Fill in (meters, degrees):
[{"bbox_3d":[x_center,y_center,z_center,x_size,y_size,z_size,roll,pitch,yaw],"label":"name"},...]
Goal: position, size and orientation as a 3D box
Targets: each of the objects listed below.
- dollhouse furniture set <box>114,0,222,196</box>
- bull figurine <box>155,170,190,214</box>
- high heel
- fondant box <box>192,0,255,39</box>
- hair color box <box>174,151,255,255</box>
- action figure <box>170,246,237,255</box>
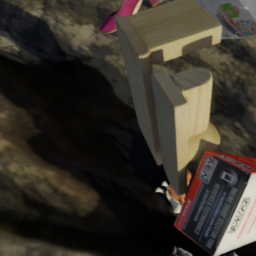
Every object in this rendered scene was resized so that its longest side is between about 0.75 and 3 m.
[{"bbox_3d":[1.782,-0.347,4.118,2.946,2.400,2.802,-19,49,-4],"label":"dollhouse furniture set"},{"bbox_3d":[1.079,1.380,6.450,0.721,0.387,1.188,34,51,-7],"label":"bull figurine"},{"bbox_3d":[-0.112,-3.373,7.286,2.304,1.108,0.777,-21,30,34],"label":"high heel"},{"bbox_3d":[2.301,-2.887,6.652,0.634,1.571,2.178,-52,23,3],"label":"fondant box"},{"bbox_3d":[1.678,0.993,3.978,2.143,1.088,0.656,12,13,-46],"label":"hair color box"},{"bbox_3d":[1.628,2.883,5.257,1.801,0.625,1.172,18,47,8],"label":"action figure"}]
